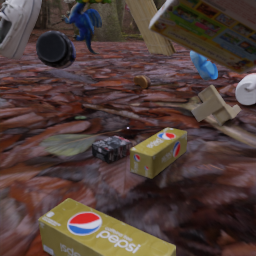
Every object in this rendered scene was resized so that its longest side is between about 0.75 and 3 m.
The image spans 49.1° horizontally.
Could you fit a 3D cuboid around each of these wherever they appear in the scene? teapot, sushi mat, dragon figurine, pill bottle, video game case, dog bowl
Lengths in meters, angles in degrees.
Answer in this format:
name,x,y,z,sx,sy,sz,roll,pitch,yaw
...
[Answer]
name,x,y,z,sx,sy,sz,roll,pitch,yaw
teapot,2.829,-0.772,5.257,0.861,0.850,0.629,-35,19,50
sushi mat,0.074,-2.548,5.198,0.157,2.597,1.242,-32,21,-4
dragon figurine,-1.502,-3.842,10.292,1.321,2.657,0.782,-9,36,33
pill bottle,4.753,-1.482,10.806,1.003,1.003,1.831,11,23,28
video game case,1.568,-1.570,4.211,2.006,0.230,1.825,20,-16,-16
pill bottle,-2.370,-2.563,9.260,1.140,1.140,2.038,-2,10,-5
dog bowl,2.089,-1.795,7.770,0.264,1.066,0.594,-20,19,47

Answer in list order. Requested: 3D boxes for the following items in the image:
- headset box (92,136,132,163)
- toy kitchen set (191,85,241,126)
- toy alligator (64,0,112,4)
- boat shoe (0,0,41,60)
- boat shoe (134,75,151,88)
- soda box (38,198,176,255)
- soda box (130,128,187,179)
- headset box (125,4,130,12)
name,x,y,z,sx,sy,sz,roll,pitch,yaw
headset box,-0.343,0.473,6.599,0.822,0.317,0.612,-18,27,-41
toy kitchen set,2.715,-0.676,8.889,0.955,1.171,1.056,-37,-6,39
toy alligator,-1.292,-4.140,8.830,1.628,0.391,0.540,7,19,13
boat shoe,-2.869,-2.835,7.154,0.832,2.260,0.739,38,23,34
boat shoe,0.785,-2.291,13.586,0.551,0.552,1.567,-10,23,-17
soda box,-0.302,1.511,3.509,1.729,0.554,0.586,14,26,31
soda box,0.720,0.501,6.230,0.554,0.524,1.636,13,25,33
headset box,0.352,-4.146,9.102,0.710,0.954,0.368,-15,48,-47
